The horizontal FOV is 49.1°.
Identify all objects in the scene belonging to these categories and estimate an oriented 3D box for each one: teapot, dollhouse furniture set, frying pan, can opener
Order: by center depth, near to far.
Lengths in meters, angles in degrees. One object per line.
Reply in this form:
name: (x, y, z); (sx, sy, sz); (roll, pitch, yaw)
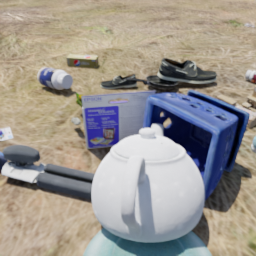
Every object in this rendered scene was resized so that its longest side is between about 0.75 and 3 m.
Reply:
teapot: (0.432, 1.067, 6.482); (2.836, 2.098, 2.873); (-9, 17, -30)
can opener: (-2.258, 1.189, 7.901); (2.955, 0.988, 0.788); (10, 36, 14)
dollhouse furniture set: (4.593, -0.850, 10.828); (2.363, 1.046, 1.225); (-22, 40, -30)
frying pan: (1.237, -2.030, 12.804); (1.542, 0.415, 2.550); (27, 33, 34)

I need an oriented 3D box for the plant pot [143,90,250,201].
plant pot: (1.961, 0.275, 8.127); (2.134, 2.374, 2.373); (-22, 39, -37)

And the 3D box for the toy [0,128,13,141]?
toy: (-4.874, 0.229, 9.897); (1.365, 0.322, 0.786); (-17, 39, -23)

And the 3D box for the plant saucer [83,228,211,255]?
plant saucer: (0.428, 2.869, 5.853); (3.005, 0.578, 3.005); (0, 35, 0)

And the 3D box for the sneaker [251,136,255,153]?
sneaker: (4.955, 0.513, 8.965); (1.794, 0.735, 0.663); (0, 42, 13)

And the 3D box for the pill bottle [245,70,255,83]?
pill bottle: (6.269, -2.453, 13.591); (1.007, 0.552, 0.552); (24, 41, 30)

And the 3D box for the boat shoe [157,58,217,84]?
boat shoe: (2.882, -2.696, 13.255); (2.856, 0.966, 1.026); (7, 31, -5)

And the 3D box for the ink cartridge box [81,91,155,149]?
ink cartridge box: (-0.308, -0.319, 8.975); (2.226, 2.247, 0.488); (-4, 44, -7)

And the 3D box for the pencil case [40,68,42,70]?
pencil case: (-4.147, -2.855, 14.373); (0.807, 0.356, 0.356); (21, 40, 25)

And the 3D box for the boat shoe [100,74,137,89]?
boat shoe: (-0.468, -2.209, 13.180); (1.734, 0.586, 0.623); (-5, 33, 7)

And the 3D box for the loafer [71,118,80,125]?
loafer: (-1.827, -0.228, 10.043); (0.263, 0.264, 0.755); (18, 3, -28)

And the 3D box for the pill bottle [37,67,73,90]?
pill bottle: (-3.319, -2.242, 12.841); (1.602, 0.890, 0.890); (17, 38, 33)

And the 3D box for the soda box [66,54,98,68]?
soda box: (-2.497, -3.663, 15.371); (1.662, 0.532, 0.563); (6, 35, 8)

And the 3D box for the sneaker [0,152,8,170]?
sneaker: (-4.604, 0.765, 8.763); (2.025, 0.749, 0.833); (10, 34, 12)

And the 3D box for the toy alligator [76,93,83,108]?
toy alligator: (-1.621, -0.802, 10.878); (1.356, 0.450, 0.326); (44, 50, -1)
